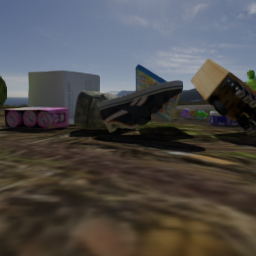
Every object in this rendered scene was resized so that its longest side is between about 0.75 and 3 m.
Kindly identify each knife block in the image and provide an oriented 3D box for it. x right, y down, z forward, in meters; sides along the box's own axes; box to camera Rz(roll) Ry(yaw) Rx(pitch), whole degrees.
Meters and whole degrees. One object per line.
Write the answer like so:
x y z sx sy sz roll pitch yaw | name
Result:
2.361 -0.979 7.043 2.438 0.889 2.778 11 32 -53 | knife block

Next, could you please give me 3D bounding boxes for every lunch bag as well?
-0.628 -0.463 8.226 1.318 1.095 1.571 17 10 19 | lunch bag

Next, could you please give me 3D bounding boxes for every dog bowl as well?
3.542 -0.348 10.079 1.139 0.449 1.139 0 4 0 | dog bowl

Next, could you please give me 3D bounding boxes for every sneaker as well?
0.347 -0.480 6.705 2.169 0.861 0.851 -15 0 26 | sneaker

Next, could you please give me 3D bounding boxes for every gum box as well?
-2.794 -0.318 8.725 1.773 0.586 1.006 2 7 24 | gum box

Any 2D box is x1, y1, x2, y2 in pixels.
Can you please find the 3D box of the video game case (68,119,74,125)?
-1.172 -0.259 10.456 1.588 0.207 1.745 1 5 15 | video game case

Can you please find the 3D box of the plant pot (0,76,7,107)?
-5.879 -1.381 10.541 2.121 2.233 2.233 -3 4 11 | plant pot

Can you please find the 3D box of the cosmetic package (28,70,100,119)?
-2.809 -1.403 12.590 2.090 2.103 2.513 4 7 29 | cosmetic package

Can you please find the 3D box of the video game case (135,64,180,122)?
0.861 -1.011 8.768 1.470 0.183 2.054 34 -16 13 | video game case

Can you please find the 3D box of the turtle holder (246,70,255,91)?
4.479 -0.900 8.688 1.918 1.792 2.524 -5 6 -35 | turtle holder

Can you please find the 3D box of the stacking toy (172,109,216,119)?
3.179 -0.623 13.604 2.062 0.484 1.555 7 10 40 | stacking toy
